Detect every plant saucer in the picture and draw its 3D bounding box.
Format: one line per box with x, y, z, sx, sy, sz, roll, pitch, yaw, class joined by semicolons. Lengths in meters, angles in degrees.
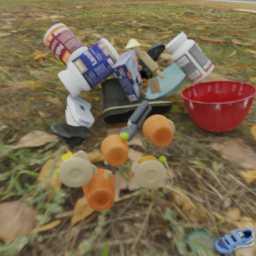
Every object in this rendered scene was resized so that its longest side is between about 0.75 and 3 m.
1.791;-1.923;11.836;2.377;0.458;2.377;-36;24;19;plant saucer

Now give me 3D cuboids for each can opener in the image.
0.273;-0.150;7.699;0.470;0.375;1.407;9;55;46;can opener

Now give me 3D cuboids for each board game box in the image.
0.098;-2.057;10.385;0.514;1.666;1.665;-13;41;21;board game box

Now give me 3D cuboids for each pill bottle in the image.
-2.505;-3.332;12.146;2.152;1.229;1.229;46;45;7;pill bottle
-1.474;-2.258;10.813;2.280;1.320;1.320;-37;39;-3;pill bottle
2.212;-2.533;10.151;0.979;1.690;0.979;-41;11;10;pill bottle

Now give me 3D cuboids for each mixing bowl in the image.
3.346;-0.738;10.487;2.630;1.424;2.630;-6;24;3;mixing bowl

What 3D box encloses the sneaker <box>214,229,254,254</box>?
2.422;2.547;6.375;1.002;0.412;0.370;-12;36;-15;sneaker

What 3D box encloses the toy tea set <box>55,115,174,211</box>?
-0.150;0.732;6.525;2.837;1.687;1.050;-25;26;1;toy tea set

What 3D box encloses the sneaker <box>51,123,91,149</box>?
-1.607;0.243;7.427;1.237;0.709;0.473;7;42;-55;sneaker

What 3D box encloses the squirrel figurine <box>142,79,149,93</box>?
0.359;-1.658;12.807;1.418;1.004;1.324;8;42;33;squirrel figurine

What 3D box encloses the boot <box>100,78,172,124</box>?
0.254;-1.319;11.198;2.731;1.058;1.889;-7;62;-10;boot

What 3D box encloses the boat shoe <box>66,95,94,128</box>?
-1.996;-0.484;10.669;1.033;0.918;2.808;27;14;-19;boat shoe

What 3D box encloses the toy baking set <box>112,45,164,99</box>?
0.233;-2.204;11.105;2.591;1.989;0.301;52;43;2;toy baking set

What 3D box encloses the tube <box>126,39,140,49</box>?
0.204;-3.457;11.663;0.393;0.440;1.515;34;19;-11;tube

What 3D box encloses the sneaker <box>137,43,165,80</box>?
0.924;-2.600;11.349;1.796;0.687;1.029;-38;61;4;sneaker
